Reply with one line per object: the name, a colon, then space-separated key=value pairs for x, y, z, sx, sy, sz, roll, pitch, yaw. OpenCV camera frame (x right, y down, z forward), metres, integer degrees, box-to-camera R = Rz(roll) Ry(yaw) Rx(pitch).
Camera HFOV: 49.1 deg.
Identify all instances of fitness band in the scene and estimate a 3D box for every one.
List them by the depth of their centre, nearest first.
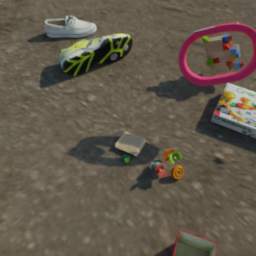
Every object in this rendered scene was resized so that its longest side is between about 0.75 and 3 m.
fitness band: x=2.382 y=-1.910 z=7.400 sx=2.103 sy=1.511 sz=0.394 roll=-6 pitch=20 yaw=18

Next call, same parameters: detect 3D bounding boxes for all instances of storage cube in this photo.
storage cube: x=1.311 y=2.775 z=5.844 sx=0.801 sy=0.842 sz=0.937 roll=16 pitch=52 yaw=13

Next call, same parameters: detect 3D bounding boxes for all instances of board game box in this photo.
board game box: x=3.979 y=-0.384 z=8.613 sx=2.446 sy=0.423 sz=1.544 roll=23 pitch=55 yaw=16

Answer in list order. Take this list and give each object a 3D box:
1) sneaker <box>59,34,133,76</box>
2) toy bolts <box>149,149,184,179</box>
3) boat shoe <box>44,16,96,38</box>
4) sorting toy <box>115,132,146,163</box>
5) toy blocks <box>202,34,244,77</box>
sneaker: x=-1.180 y=-2.933 z=10.267 sx=2.888 sy=1.089 sz=1.103 roll=-22 pitch=55 yaw=-19
toy bolts: x=1.004 y=1.033 z=7.550 sx=0.834 sy=0.796 sz=0.578 roll=-25 pitch=16 yaw=-15
boat shoe: x=-2.377 y=-4.213 z=11.503 sx=2.091 sy=0.730 sz=0.741 roll=-2 pitch=51 yaw=-2
sorting toy: x=-0.006 y=0.573 z=8.056 sx=0.711 sy=0.141 sz=0.961 roll=24 pitch=53 yaw=15
toy blocks: x=3.206 y=-2.449 z=9.332 sx=1.068 sy=1.562 sz=0.780 roll=-2 pitch=33 yaw=38
